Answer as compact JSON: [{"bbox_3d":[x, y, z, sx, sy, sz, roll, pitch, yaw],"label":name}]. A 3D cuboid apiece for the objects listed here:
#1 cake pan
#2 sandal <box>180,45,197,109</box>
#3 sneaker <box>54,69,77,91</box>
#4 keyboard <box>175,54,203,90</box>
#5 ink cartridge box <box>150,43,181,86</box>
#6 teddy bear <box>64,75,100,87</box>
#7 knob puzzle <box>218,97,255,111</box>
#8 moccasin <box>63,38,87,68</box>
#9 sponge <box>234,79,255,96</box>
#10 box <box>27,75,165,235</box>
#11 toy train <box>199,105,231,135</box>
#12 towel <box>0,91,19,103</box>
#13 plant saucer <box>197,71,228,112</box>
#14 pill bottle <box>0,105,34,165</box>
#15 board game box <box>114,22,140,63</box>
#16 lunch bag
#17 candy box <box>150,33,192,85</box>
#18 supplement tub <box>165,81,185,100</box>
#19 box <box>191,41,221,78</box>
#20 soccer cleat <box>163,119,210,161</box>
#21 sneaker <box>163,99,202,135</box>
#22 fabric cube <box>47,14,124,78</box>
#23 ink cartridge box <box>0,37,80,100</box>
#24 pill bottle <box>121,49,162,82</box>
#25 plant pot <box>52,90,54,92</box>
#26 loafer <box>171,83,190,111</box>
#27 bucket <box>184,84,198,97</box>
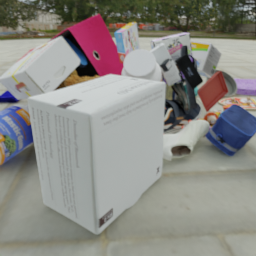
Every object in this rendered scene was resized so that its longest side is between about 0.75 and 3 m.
[{"bbox_3d":[5.029,-2.376,15.256,1.851,0.339,1.851,7,58,-12],"label":"cake pan"},{"bbox_3d":[2.348,-1.883,10.298,0.526,2.457,0.934,-11,-16,15],"label":"sandal"},{"bbox_3d":[-2.765,-1.087,10.800,1.043,2.782,1.253,27,5,-20],"label":"sneaker"},{"bbox_3d":[1.681,-1.557,8.009,0.599,0.998,0.128,-38,13,-12],"label":"keyboard"},{"bbox_3d":[1.378,-2.359,10.404,0.587,1.402,1.017,-28,15,11],"label":"ink cartridge box"},{"bbox_3d":[-1.105,-1.446,9.632,2.144,0.716,1.554,19,17,15],"label":"teddy bear"},{"bbox_3d":[5.499,-1.295,13.916,2.173,0.301,2.173,0,23,0],"label":"knob puzzle"},{"bbox_3d":[-2.152,-2.845,10.930,0.613,0.519,1.523,-8,55,-54],"label":"moccasin"},{"bbox_3d":[7.049,-2.444,16.513,1.463,0.391,2.623,6,24,14],"label":"sponge"},{"bbox_3d":[-0.558,0.384,6.711,1.821,2.786,2.772,15,28,32],"label":"box"},{"bbox_3d":[3.190,-0.568,11.456,2.928,0.814,2.199,-12,25,-22],"label":"toy train"},{"bbox_3d":[-6.191,-1.715,14.787,1.167,0.392,1.581,0,23,-2],"label":"towel"},{"bbox_3d":[3.178,-1.393,10.640,1.223,1.221,0.224,-43,43,-3],"label":"plant saucer"},{"bbox_3d":[-3.701,0.093,8.944,1.411,1.411,2.519,11,31,24],"label":"pill bottle"},{"bbox_3d":[0.003,-3.325,10.894,0.307,1.165,1.522,4,33,24],"label":"board game box"},{"bbox_3d":[3.451,0.140,9.354,1.197,1.166,1.762,42,41,20],"label":"lunch bag"},{"bbox_3d":[1.791,-2.767,11.286,1.498,1.786,0.639,-13,21,-2],"label":"candy box"},{"bbox_3d":[1.335,-1.837,13.089,2.662,1.930,1.930,8,24,19],"label":"supplement tub"},{"bbox_3d":[2.760,-3.208,12.724,2.335,1.184,1.314,23,7,37],"label":"box"},{"bbox_3d":[1.910,0.443,9.235,2.613,0.905,1.013,-19,43,-33],"label":"soccer cleat"},{"bbox_3d":[1.561,-0.510,10.226,2.949,1.171,1.156,-26,42,-24],"label":"sneaker"},{"bbox_3d":[-2.172,-2.873,12.616,2.952,2.896,2.942,-20,21,31],"label":"fabric cube"},{"bbox_3d":[-2.845,-1.828,8.874,2.321,0.968,1.684,3,49,48],"label":"ink cartridge box"},{"bbox_3d":[0.529,-1.646,10.188,1.407,1.407,2.509,-3,-22,7],"label":"pill bottle"},{"bbox_3d":[-1.581,-0.130,9.175,2.067,2.125,2.125,5,22,-8],"label":"plant pot"},{"bbox_3d":[1.884,-1.107,10.124,0.450,0.514,1.429,-7,43,2],"label":"loafer"},{"bbox_3d":[2.464,-1.456,11.435,0.895,0.895,0.582,-26,77,-46],"label":"bucket"}]
